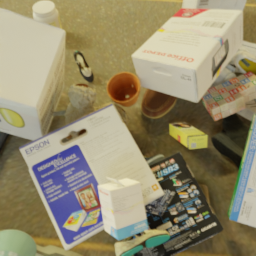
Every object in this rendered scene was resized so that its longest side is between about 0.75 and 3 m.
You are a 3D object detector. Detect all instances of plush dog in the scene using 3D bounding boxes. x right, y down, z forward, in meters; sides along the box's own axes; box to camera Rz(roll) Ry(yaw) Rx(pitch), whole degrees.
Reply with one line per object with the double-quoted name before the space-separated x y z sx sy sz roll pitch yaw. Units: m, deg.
"plush dog" -0.921 0.168 7.589 1.810 2.256 1.938 -43 50 12

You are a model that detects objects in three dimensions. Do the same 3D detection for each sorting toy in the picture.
"sorting toy" 1.385 2.077 7.124 1.436 0.262 1.329 4 58 -3

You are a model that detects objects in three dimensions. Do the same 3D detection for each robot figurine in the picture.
"robot figurine" 3.063 -1.679 9.304 1.227 0.693 1.041 42 96 22

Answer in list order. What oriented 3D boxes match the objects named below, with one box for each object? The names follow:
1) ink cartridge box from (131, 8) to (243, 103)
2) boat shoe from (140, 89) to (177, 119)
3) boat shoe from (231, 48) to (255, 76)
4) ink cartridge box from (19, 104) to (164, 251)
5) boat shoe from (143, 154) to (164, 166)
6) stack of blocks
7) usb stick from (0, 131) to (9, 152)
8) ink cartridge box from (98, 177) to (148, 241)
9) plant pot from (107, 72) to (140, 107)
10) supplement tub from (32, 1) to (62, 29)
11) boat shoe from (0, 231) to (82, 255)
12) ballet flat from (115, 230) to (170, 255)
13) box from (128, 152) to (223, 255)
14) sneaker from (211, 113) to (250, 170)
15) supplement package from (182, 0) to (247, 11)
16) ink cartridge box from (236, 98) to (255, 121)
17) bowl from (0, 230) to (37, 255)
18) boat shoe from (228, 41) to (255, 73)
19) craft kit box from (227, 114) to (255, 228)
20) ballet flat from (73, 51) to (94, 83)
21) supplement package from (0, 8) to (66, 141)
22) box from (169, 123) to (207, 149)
"ink cartridge box" 1.746 -2.219 8.035 2.047 1.187 2.774 22 60 35
"boat shoe" 1.318 -1.516 9.039 1.043 0.979 2.898 29 61 18
"boat shoe" 4.158 -1.658 8.744 2.124 0.785 0.905 33 34 -18
"ink cartridge box" -0.797 0.988 6.203 2.344 0.557 2.372 -26 74 -13
"boat shoe" 0.514 0.880 7.648 0.933 0.330 0.423 -30 49 12
"stack of blocks" 3.148 -0.961 8.407 1.666 0.488 0.959 -23 38 6
"usb stick" -3.905 0.261 8.200 0.728 0.428 2.625 12 56 1
"ink cartridge box" -0.121 1.441 5.332 0.652 0.669 1.042 -9 91 -26
"plant pot" -0.084 -1.039 8.186 0.965 0.675 0.965 -4 69 9
"supplement tub" -3.001 -3.949 10.469 0.928 1.280 0.928 0 57 0
"boat shoe" -2.401 2.972 5.995 2.972 1.111 1.017 11 51 6
"ballet flat" 0.282 2.308 5.792 1.188 0.401 0.370 -16 42 -15
"box" 0.781 1.867 6.527 2.037 0.506 2.022 -24 62 -5
"sneaker" 3.238 0.472 7.731 1.199 0.690 2.299 -26 44 -13
"supplement package" 3.327 -5.245 10.549 1.999 2.566 1.423 -7 57 -5
"ink cartridge box" 4.326 -0.518 8.687 2.109 0.466 0.992 34 63 20
"bowl" -2.154 2.354 5.057 0.898 0.898 0.470 -8 19 -5
"boat shoe" 3.704 -2.367 9.658 2.821 1.015 0.927 15 60 4
"craft kit box" 3.830 1.186 6.287 2.514 0.618 2.546 15 92 17
"ballet flat" -1.491 -2.041 9.372 0.418 0.418 1.143 -31 105 -19
"supplement package" -3.203 -1.253 7.140 2.713 2.837 2.086 17 69 -8
"box" 1.616 0.189 7.725 0.541 0.360 1.438 -5 16 -12
